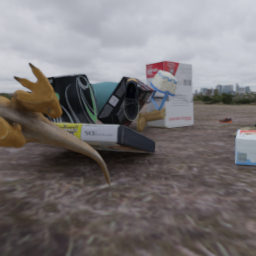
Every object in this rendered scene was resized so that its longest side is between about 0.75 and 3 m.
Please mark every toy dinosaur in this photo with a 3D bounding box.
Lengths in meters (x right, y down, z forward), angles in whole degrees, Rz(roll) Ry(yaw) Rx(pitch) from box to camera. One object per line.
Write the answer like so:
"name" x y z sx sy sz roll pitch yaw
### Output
"toy dinosaur" 4.678 0.152 9.139 2.348 0.557 1.035 7 2 24
"toy dinosaur" -1.179 -0.048 3.279 2.981 0.901 1.584 21 -13 -19

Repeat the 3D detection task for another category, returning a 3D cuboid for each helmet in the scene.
"helmet" -1.860 -0.556 8.490 2.052 1.956 2.052 -9 7 1

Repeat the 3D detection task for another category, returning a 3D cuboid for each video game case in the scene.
"video game case" -0.837 0.267 6.118 2.387 0.337 2.642 1 -8 17

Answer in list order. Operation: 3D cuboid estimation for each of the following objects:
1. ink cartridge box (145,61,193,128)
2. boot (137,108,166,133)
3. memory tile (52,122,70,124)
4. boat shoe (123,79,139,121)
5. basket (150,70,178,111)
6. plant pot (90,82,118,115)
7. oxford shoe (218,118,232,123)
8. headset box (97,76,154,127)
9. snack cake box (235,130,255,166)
"ink cartridge box" 1.983 -1.542 13.287 2.159 2.942 1.219 -5 5 -41
"boot" 0.840 -0.293 10.162 1.026 0.899 0.339 -10 -35 24
"memory tile" -1.670 0.004 6.543 1.504 0.126 1.153 3 -8 -13
"boat shoe" 0.092 -0.847 8.646 0.493 1.322 0.411 3 17 6
"basket" 1.142 -1.261 9.425 0.803 1.154 1.018 18 24 -23
"plant pot" -1.078 -1.275 13.334 1.956 2.082 2.082 5 2 -37
"oxford shoe" 5.229 -0.417 15.142 0.763 0.277 0.271 -1 6 -9
"headset box" -0.003 -1.012 11.471 0.984 1.949 2.623 37 14 8
"snack cake box" 2.964 0.419 6.348 0.969 0.566 1.685 1 6 23
